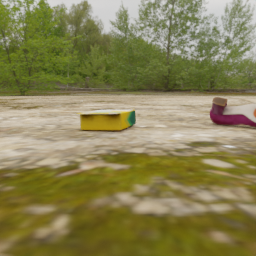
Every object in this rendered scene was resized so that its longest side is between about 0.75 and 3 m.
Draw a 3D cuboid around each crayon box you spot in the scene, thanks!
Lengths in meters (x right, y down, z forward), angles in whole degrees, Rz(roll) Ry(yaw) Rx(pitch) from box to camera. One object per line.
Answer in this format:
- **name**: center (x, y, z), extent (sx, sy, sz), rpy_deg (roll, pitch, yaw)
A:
- **crayon box**: center (-0.540, -0.227, 7.506), extent (1.102, 0.452, 1.752), rpy_deg (1, 6, 16)

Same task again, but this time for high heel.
- **high heel**: center (3.281, -0.238, 7.958), extent (1.947, 0.936, 0.656), rpy_deg (28, 62, 31)
